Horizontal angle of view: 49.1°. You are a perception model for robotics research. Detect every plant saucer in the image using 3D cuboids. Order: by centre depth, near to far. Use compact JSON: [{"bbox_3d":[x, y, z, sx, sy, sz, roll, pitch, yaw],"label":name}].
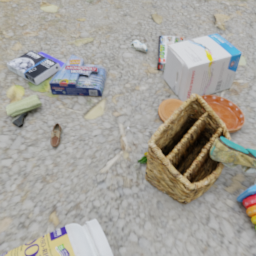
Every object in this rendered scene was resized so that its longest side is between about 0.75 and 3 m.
[{"bbox_3d":[3.647,-0.561,11.426,2.142,0.346,2.142,7,45,-7],"label":"plant saucer"},{"bbox_3d":[1.922,-0.660,11.586,1.367,0.221,1.367,3,58,-4],"label":"plant saucer"}]

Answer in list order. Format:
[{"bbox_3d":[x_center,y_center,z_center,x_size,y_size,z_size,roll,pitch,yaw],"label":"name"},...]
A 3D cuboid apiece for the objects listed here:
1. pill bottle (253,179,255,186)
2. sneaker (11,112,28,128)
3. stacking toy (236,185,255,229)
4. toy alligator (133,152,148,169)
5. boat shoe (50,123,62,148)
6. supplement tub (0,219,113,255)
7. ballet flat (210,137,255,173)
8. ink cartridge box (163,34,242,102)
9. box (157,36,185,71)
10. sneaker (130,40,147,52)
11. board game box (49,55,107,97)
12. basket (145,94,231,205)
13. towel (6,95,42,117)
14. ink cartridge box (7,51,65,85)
[{"bbox_3d":[4.649,1.958,9.175,0.937,0.520,0.520,18,50,16],"label":"pill bottle"},{"bbox_3d":[-4.323,-0.309,11.460,0.406,0.286,0.764,35,57,14],"label":"sneaker"},{"bbox_3d":[4.132,2.828,8.124,1.265,1.196,2.180,-3,59,-3],"label":"stacking toy"},{"bbox_3d":[0.641,1.080,10.030,1.236,0.410,0.297,-22,24,-24],"label":"toy alligator"},{"bbox_3d":[-2.803,0.268,10.803,0.415,0.394,1.096,-3,48,-3],"label":"boat shoe"},{"bbox_3d":[-1.733,3.545,6.751,2.688,1.954,1.954,-20,51,-18],"label":"supplement tub"},{"bbox_3d":[3.634,1.000,8.794,2.521,0.891,0.891,19,45,-19],"label":"ballet flat"},{"bbox_3d":[3.189,-2.704,12.484,2.603,1.917,1.883,-17,50,-15],"label":"ink cartridge box"},{"bbox_3d":[2.258,-3.914,14.577,1.446,0.456,2.627,5,48,4],"label":"box"},{"bbox_3d":[0.594,-4.303,15.003,0.463,0.439,1.146,-33,48,-18],"label":"sneaker"},{"bbox_3d":[-2.223,-2.503,13.119,2.312,0.713,2.311,3,48,3],"label":"board game box"},{"bbox_3d":[2.157,0.735,9.164,2.104,2.196,2.948,31,54,25],"label":"basket"},{"bbox_3d":[-4.418,-0.945,11.814,1.434,0.262,1.064,-23,34,-18],"label":"towel"},{"bbox_3d":[-4.475,-3.164,13.910,2.094,0.459,2.113,28,52,24],"label":"ink cartridge box"}]
